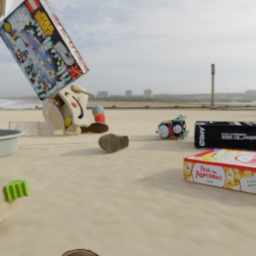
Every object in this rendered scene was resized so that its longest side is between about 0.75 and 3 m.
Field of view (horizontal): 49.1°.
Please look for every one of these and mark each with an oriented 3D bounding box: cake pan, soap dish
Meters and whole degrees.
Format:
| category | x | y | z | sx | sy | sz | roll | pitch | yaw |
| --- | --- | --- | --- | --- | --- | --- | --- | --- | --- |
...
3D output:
| category | x | y | z | sx | sy | sz | roll | pitch | yaw |
| --- | --- | --- | --- | --- | --- | --- | --- | --- | --- |
| cake pan | -3.750 | 0.364 | 6.394 | 2.614 | 0.479 | 2.614 | 0 | 5 | 0 |
| soap dish | -3.519 | -3.793 | 7.853 | 0.471 | 0.913 | 1.160 | 20 | -20 | -19 |

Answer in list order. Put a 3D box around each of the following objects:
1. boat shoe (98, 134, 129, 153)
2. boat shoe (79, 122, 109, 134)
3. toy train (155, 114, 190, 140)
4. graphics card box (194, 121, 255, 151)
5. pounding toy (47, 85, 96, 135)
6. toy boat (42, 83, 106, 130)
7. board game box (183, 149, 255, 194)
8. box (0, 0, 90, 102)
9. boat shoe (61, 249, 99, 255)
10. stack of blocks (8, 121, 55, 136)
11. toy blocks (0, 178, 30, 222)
| category | x | y | z | sx | sy | sz | roll | pitch | yaw |
| --- | --- | --- | --- | --- | --- | --- | --- | --- | --- |
| boat shoe | -0.430 | 0.381 | 6.832 | 0.431 | 0.456 | 1.268 | -3 | -6 | 25 |
| boat shoe | -1.319 | -0.009 | 10.943 | 1.280 | 0.456 | 0.413 | 0 | 5 | 14 |
| toy train | 1.524 | 0.015 | 9.531 | 1.021 | 0.763 | 1.792 | -12 | 4 | 16 |
| graphics card box | 3.124 | 0.174 | 7.510 | 2.646 | 0.673 | 1.660 | 2 | 6 | 14 |
| pounding toy | -2.005 | -0.923 | 10.188 | 1.285 | 2.240 | 1.281 | -38 | -40 | 24 |
| toy boat | -2.299 | -0.845 | 12.428 | 2.925 | 2.459 | 1.359 | 20 | 33 | -29 |
| board game box | 1.770 | 0.620 | 4.107 | 1.546 | 0.358 | 1.171 | 4 | 6 | 39 |
| box | -1.917 | -1.751 | 6.240 | 1.331 | 1.943 | 0.388 | -29 | 7 | 23 |
| boat shoe | -0.034 | 0.804 | 1.290 | 0.475 | 0.476 | 1.286 | -3 | 6 | -33 |
| stack of blocks | -3.601 | 0.013 | 10.524 | 1.611 | 0.472 | 0.928 | -2 | 5 | -26 |
| toy blocks | -1.596 | 0.723 | 2.531 | 1.165 | 0.582 | 0.796 | 1 | 16 | 28 |
